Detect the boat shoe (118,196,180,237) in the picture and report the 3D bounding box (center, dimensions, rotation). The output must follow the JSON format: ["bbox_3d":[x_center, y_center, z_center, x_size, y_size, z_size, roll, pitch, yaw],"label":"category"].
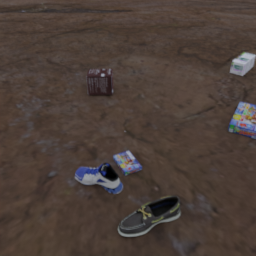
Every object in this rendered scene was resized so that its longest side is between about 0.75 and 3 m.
[{"bbox_3d":[0.539,2.160,7.023,1.734,0.522,0.618,-15,35,-21],"label":"boat shoe"}]

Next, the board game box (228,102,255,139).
[{"bbox_3d":[4.776,-0.306,10.827,1.336,0.340,1.974,18,38,24],"label":"board game box"}]

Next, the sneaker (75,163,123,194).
[{"bbox_3d":[-0.814,1.290,7.968,1.415,0.817,0.572,15,45,17],"label":"sneaker"}]

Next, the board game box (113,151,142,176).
[{"bbox_3d":[-0.034,1.103,8.914,0.595,0.152,0.880,-17,38,-20],"label":"board game box"}]

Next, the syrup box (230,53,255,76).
[{"bbox_3d":[6.217,-3.460,15.163,0.683,0.707,1.736,24,40,32],"label":"syrup box"}]

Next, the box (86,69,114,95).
[{"bbox_3d":[-1.280,-2.126,12.940,1.149,0.943,0.953,-1,32,1],"label":"box"}]
